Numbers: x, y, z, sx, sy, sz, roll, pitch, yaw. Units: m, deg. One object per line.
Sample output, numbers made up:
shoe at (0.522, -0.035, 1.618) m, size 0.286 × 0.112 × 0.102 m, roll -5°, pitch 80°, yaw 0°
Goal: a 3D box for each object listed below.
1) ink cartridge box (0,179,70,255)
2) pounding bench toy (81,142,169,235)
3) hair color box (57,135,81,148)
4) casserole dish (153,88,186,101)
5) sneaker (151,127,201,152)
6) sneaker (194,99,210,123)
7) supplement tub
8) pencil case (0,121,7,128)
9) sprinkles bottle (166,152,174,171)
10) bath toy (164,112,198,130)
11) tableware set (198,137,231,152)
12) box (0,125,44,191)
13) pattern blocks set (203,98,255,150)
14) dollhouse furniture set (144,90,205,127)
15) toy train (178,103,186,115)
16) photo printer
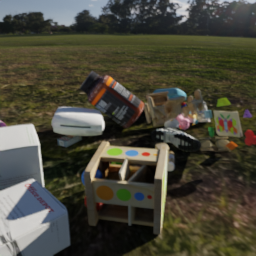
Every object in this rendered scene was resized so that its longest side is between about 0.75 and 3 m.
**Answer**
ink cartridge box at (-2.434, 2.012, 5.300) m, size 2.158 × 0.927 × 1.580 m, roll -18°, pitch 28°, yaw -38°
pounding bench toy at (0.018, 1.112, 6.786) m, size 1.792 × 1.427 × 2.298 m, roll 4°, pitch 25°, yaw 11°
hair color box at (-2.152, 0.423, 10.319) m, size 0.416 × 0.255 × 0.841 m, roll 13°, pitch 24°, yaw 29°
casserole dish at (1.992, -1.609, 13.616) m, size 1.818 × 0.353 × 1.101 m, roll 1°, pitch -13°, yaw 45°
sneaker at (1.809, 0.322, 10.065) m, size 1.863 × 0.619 × 0.843 m, roll 14°, pitch 27°, yaw 34°
sneaker at (3.219, -0.841, 12.720) m, size 0.737 × 0.809 × 1.973 m, roll 0°, pitch 27°, yaw -1°
supplement tub at (-0.683, -1.200, 11.430) m, size 2.541 × 1.359 × 1.359 m, roll 37°, pitch 18°, yaw -11°
pencil case at (-5.016, 0.354, 9.610) m, size 0.855 × 0.818 × 1.977 m, roll -36°, pitch 9°, yaw 18°
sprinkles bottle at (1.298, 1.033, 8.717) m, size 0.284 × 0.284 × 0.832 m, roll 3°, pitch 22°, yaw 8°
bath toy at (2.202, -0.195, 11.385) m, size 0.824 × 0.700 × 1.895 m, roll -23°, pitch 0°, yaw 41°
tableware set at (3.021, 0.629, 9.838) m, size 1.074 × 0.215 × 0.710 m, roll -2°, pitch 38°, yaw 9°
box at (-3.232, 0.896, 7.465) m, size 1.681 × 1.440 × 1.673 m, roll -9°, pitch 23°, yaw -21°
pattern blocks set at (3.280, -0.117, 9.248) m, size 0.162 × 1.755 × 1.997 m, roll -17°, pitch -2°, yaw -24°
dollhouse furniture set at (1.532, -0.985, 11.000) m, size 1.961 × 1.389 × 2.135 m, roll -10°, pitch -11°, yaw -12°
toy train at (2.128, -0.750, 13.057) m, size 0.763 × 0.558 × 1.319 m, roll 1°, pitch 21°, yaw 40°
photo printer at (-1.906, -0.261, 10.741) m, size 1.899 × 0.793 × 2.283 m, roll 4°, pitch 11°, yaw -9°
